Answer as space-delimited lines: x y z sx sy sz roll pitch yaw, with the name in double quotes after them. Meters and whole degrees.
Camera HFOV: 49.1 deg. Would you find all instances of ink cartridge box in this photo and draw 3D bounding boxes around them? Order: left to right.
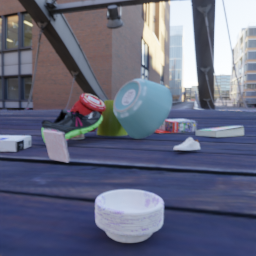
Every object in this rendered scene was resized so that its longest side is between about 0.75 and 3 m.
-4.268 0.457 8.588 2.257 0.419 1.069 3 6 4 "ink cartridge box"
2.078 -0.095 13.327 2.158 0.543 1.176 -2 7 -27 "ink cartridge box"

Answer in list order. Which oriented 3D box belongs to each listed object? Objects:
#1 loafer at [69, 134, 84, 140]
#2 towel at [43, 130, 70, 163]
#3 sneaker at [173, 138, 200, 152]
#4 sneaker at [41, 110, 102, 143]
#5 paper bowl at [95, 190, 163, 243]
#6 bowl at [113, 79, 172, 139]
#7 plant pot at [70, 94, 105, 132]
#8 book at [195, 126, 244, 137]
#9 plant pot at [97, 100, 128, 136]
-2.302 0.102 11.206 0.678 0.593 1.885 -3 6 -31 "loafer"
-1.749 0.441 6.829 0.735 0.770 0.124 5 21 36 "towel"
1.643 0.481 7.989 0.909 0.385 0.331 -2 -11 -32 "sneaker"
-1.864 -0.222 9.669 0.941 1.028 2.453 -14 7 44 "sneaker"
0.012 0.984 3.119 0.760 0.395 0.760 0 5 0 "paper bowl"
0.351 -0.939 10.853 1.271 2.430 2.430 34 -16 -35 "bowl"
-1.607 -0.633 11.139 1.266 1.153 1.266 27 24 -13 "plant pot"
3.887 0.181 11.901 1.699 0.408 1.135 -5 4 -31 "book"
-0.677 -0.464 12.342 1.410 1.507 1.410 0 5 0 "plant pot"
